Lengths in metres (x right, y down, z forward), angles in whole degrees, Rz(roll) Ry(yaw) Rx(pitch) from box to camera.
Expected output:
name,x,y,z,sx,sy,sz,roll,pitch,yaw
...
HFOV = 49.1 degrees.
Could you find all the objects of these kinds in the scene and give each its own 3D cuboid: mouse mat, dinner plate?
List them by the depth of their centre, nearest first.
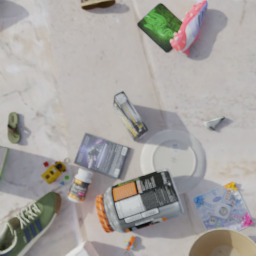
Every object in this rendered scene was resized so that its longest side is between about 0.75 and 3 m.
name,x,y,z,sx,sy,sz,roll,pitch,yaw
dinner plate,1.832,1.348,11.315,2.675,0.324,2.675,0,80,-1
mouse mat,1.559,-4.406,12.308,1.564,0.073,1.944,-45,83,-6

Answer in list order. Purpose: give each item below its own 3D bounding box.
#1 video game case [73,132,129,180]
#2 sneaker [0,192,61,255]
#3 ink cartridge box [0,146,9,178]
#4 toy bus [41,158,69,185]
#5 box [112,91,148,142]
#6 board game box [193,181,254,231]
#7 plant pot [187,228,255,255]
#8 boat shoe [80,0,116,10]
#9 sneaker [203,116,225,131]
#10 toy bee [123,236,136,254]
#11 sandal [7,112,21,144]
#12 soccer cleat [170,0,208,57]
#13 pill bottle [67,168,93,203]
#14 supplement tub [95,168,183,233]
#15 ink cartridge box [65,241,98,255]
name,x,y,z,sx,sy,sz,roll,pitch,yaw
video game case,-1.085,1.130,11.400,1.914,0.182,1.367,19,82,4
sneaker,-3.784,3.561,10.299,0.992,1.329,2.960,34,83,36
ink cartridge box,-5.480,1.403,10.222,0.910,2.403,1.776,12,81,2
toy bus,-2.898,1.711,11.073,1.047,0.574,1.110,-1,80,-4
box,0.036,-0.408,10.989,0.435,1.424,1.798,-30,83,-12
board game box,3.750,3.288,11.035,1.828,0.237,1.829,-22,82,-4
plant pot,3.443,4.879,9.883,2.592,1.740,2.592,-5,72,17
boat shoe,-1.326,-5.581,12.256,1.548,0.558,0.557,-8,83,5
sneaker,3.595,-0.146,11.555,0.890,0.334,0.514,-16,91,2
toy bee,0.004,4.556,10.808,0.493,0.409,0.753,45,59,11
sandal,-4.750,-0.004,11.463,0.538,0.387,1.355,-9,81,-1
soccer cleat,2.750,-4.281,11.988,0.987,0.861,2.582,38,77,-24
pill bottle,-1.856,2.245,10.925,0.705,0.705,1.212,21,86,3
supplement tub,0.403,2.727,10.256,2.905,1.780,1.780,-19,82,5
ink cartridge box,-1.585,5.862,10.183,1.945,1.132,2.670,-35,81,-4
